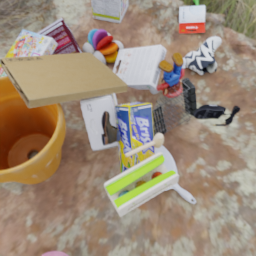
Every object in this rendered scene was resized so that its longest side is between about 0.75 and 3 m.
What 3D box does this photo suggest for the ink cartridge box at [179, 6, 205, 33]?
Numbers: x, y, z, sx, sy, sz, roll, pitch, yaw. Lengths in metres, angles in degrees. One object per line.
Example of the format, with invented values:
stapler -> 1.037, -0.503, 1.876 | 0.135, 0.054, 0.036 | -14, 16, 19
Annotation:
ink cartridge box -> 2.742, -4.667, 12.037 | 1.101, 0.325, 1.375 | 2, 60, 10

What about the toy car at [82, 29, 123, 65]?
toy car -> -0.995, -3.224, 10.813 | 1.315, 1.127, 1.503 | -39, 67, -20

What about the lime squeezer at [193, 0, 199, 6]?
lime squeezer -> 3.493, -5.965, 12.839 | 0.808, 0.431, 2.288 | 34, 65, 18

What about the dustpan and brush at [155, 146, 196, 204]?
dustpan and brush -> 1.159, 1.508, 8.442 | 2.142, 0.613, 1.495 | 34, 62, 26

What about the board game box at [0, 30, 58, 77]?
board game box -> -3.799, -2.375, 10.201 | 1.571, 0.400, 2.337 | 22, 78, 25

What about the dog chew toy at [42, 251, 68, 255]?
dog chew toy -> -2.266, 3.776, 6.715 | 2.005, 1.249, 1.249 | -17, 61, 0

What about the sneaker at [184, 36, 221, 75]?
sneaker -> 3.144, -2.662, 10.721 | 1.825, 0.728, 1.187 | -33, 66, -18

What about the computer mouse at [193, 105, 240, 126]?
computer mouse -> 2.174, -0.327, 7.140 | 1.151, 0.808, 0.265 | -3, 55, -3

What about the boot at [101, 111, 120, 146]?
boot -> -0.399, -0.010, 6.684 | 0.435, 0.898, 0.336 | -7, 31, -20

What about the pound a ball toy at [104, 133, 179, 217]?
pound a ball toy -> 0.310, 1.076, 6.492 | 1.793, 0.762, 1.169 | -28, 60, -13

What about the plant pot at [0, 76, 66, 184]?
plant pot -> -2.999, 0.395, 7.851 | 2.748, 2.516, 2.748 | 0, 62, 0

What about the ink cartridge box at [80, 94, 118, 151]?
ink cartridge box -> -0.742, -0.434, 8.381 | 0.875, 1.508, 2.044 | -12, 22, 1

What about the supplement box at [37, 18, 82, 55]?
supplement box -> -2.499, -2.828, 10.595 | 1.365, 0.764, 2.509 | -30, 62, 4

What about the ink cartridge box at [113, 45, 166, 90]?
ink cartridge box -> 0.288, -1.984, 9.336 | 1.768, 0.443, 1.423 | 5, 74, 41

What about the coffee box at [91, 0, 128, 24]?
coffee box -> -0.772, -5.513, 12.069 | 1.276, 1.262, 1.274 | 14, 61, 8

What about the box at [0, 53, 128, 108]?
box -> -1.693, -1.392, 7.469 | 2.683, 0.285, 2.193 | -14, 44, -34

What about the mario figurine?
mario figurine -> 1.327, -1.765, 9.481 | 1.198, 1.941, 1.029 | 2, 66, 6

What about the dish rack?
dish rack -> 1.404, -0.561, 8.994 | 1.888, 1.448, 0.515 | -31, 47, -11

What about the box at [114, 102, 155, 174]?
box -> 0.202, 0.436, 7.068 | 0.738, 2.105, 0.677 | -13, 13, -33
